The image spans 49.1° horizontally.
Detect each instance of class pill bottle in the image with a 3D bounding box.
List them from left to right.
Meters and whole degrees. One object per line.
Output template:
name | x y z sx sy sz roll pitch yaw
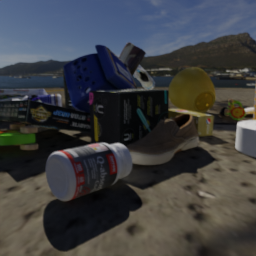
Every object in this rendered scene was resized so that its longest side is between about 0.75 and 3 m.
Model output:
pill bottle | -3.622 -0.767 11.269 1.871 1.083 1.083 -5 11 -14
pill bottle | -0.601 0.658 4.619 0.760 0.760 1.313 10 15 44

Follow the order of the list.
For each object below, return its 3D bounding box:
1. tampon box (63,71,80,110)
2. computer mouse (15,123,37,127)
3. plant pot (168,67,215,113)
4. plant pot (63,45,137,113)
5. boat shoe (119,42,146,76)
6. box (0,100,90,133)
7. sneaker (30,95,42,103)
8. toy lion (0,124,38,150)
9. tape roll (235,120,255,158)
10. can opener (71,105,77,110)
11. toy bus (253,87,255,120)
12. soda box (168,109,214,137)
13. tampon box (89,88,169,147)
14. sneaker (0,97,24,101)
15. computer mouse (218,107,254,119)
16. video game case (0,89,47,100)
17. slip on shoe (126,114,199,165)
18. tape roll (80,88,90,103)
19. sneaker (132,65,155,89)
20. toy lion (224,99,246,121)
tampon box | -1.606 -1.929 14.485 2.890 2.166 1.825 3 11 20
computer mouse | -3.379 -0.214 10.463 1.428 0.313 0.783 -10 15 -44
plant pot | 3.376 -1.635 13.939 2.310 2.310 1.640 -3 32 -17
plant pot | -0.810 -1.455 9.241 1.669 1.856 1.856 -34 -36 19
boat shoe | -0.197 -1.827 10.921 0.932 2.876 1.034 25 10 6
box | -2.522 -0.331 8.389 2.071 0.599 2.606 12 -5 -42
sneaker | -3.375 -0.723 9.991 0.402 1.158 0.576 -16 61 -42
toy lion | -3.276 0.228 6.918 1.660 0.595 1.732 -3 5 -36
tape roll | 3.693 0.265 6.983 1.917 0.671 1.917 -1 11 0
can opener | -1.300 -0.491 10.004 1.569 0.418 0.524 30 12 -5
toy bus | 5.612 -1.586 11.017 0.916 2.815 1.102 1 11 7
soda box | 2.004 -0.219 9.582 0.624 0.660 1.950 -5 12 -25
tampon box | 0.049 -0.332 7.893 1.978 1.483 1.249 -10 14 -43
sneaker | -5.049 -0.873 12.127 2.802 1.036 1.148 -1 12 -11
computer mouse | 5.258 -0.692 12.564 2.272 0.498 1.246 5 11 27
video game case | -4.815 -1.207 13.012 2.480 0.312 2.725 -1 -13 -2
slip on shoe | 0.870 0.213 6.751 1.062 0.846 2.792 10 14 42
tape roll | -1.222 -1.371 11.773 0.723 2.067 2.067 27 20 18
sneaker | 0.479 -2.570 12.862 1.879 0.704 0.814 43 0 17
toy lion | 4.648 -0.760 12.072 0.854 0.891 0.306 17 -23 25
